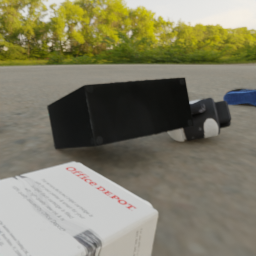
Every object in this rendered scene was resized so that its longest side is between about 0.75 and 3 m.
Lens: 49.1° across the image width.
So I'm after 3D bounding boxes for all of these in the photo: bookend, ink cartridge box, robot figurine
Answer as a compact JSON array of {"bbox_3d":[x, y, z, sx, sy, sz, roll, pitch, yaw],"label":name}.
[{"bbox_3d":[-0.305,-0.302,6.741,2.520,1.168,2.536,-10,1,-33],"label":"bookend"},{"bbox_3d":[-0.978,1.187,2.774,1.554,0.897,2.136,21,21,40],"label":"ink cartridge box"},{"bbox_3d":[1.872,-0.238,7.658,1.719,1.291,1.072,-12,29,15],"label":"robot figurine"}]

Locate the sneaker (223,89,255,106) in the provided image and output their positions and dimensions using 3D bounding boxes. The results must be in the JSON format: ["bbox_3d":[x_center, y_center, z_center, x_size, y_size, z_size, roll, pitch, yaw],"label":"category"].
[{"bbox_3d":[5.612,-1.432,12.712,2.381,0.835,0.927,8,25,30],"label":"sneaker"}]
